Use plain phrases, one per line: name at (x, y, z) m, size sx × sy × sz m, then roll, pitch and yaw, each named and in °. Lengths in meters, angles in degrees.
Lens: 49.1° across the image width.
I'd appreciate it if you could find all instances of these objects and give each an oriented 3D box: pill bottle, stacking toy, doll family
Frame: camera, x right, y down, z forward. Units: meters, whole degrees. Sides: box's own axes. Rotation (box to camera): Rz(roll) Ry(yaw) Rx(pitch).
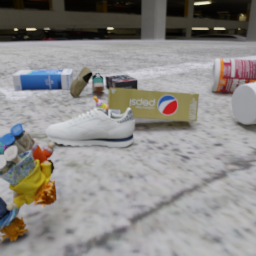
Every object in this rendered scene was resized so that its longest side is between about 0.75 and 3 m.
pill bottle at (5.297, -2.358, 12.820) m, size 2.743 × 1.503 × 1.503 m, roll 5°, pitch 22°, yaw 10°
stacking toy at (-0.990, -0.796, 9.780) m, size 0.470 × 0.809 × 0.444 m, roll 17°, pitch 60°, yaw 45°
pill bottle at (4.876, -0.868, 9.104) m, size 2.662 × 1.509 × 1.509 m, roll -6°, pitch 22°, yaw -17°
doll family at (-1.834, 1.065, 4.206) m, size 2.114 × 1.312 × 0.952 m, roll -39°, pitch 45°, yaw -14°

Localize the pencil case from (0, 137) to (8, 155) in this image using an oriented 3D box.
pencil case at (-3.395, 0.444, 6.908) m, size 1.413 × 0.601 × 0.653 m, roll 3°, pitch 34°, yaw 17°

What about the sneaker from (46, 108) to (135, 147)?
sneaker at (-1.060, -0.077, 7.818) m, size 2.494 × 1.004 × 0.953 m, roll -1°, pitch 23°, yaw 2°

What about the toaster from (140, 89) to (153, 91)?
toaster at (0.539, -0.895, 10.068) m, size 0.578 × 0.881 × 0.974 m, roll 12°, pitch 26°, yaw 26°

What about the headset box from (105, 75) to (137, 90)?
headset box at (-0.313, -2.109, 13.492) m, size 1.160 × 0.602 × 1.558 m, roll -11°, pitch 26°, yaw -21°

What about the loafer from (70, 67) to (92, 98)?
loafer at (-2.045, -1.982, 12.245) m, size 0.496 × 1.471 × 0.559 m, roll 27°, pitch 0°, yaw 43°

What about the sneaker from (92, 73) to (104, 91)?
sneaker at (-1.359, -2.052, 12.722) m, size 0.601 × 0.673 × 1.684 m, roll -3°, pitch -1°, yaw -11°

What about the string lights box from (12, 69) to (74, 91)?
string lights box at (-4.184, -2.438, 14.067) m, size 2.720 × 0.802 × 1.398 m, roll -2°, pitch 21°, yaw -4°

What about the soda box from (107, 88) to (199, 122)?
soda box at (0.751, -0.714, 8.927) m, size 2.796 × 0.895 × 0.947 m, roll 4°, pitch 2°, yaw -6°
